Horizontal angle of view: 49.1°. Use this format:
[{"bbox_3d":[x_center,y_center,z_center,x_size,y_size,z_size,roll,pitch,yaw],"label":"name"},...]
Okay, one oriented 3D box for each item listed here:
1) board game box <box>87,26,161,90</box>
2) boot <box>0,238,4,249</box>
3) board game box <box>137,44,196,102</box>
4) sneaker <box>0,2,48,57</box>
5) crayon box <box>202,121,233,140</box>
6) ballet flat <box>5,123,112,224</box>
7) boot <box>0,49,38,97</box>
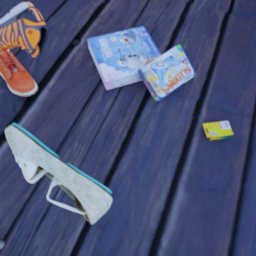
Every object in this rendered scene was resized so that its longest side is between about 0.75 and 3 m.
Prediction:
[{"bbox_3d":[-0.086,-3.257,12.732,2.849,0.621,2.863,-18,59,-11],"label":"board game box"},{"bbox_3d":[-4.262,4.232,7.969,2.050,0.715,1.349,-35,66,-8],"label":"boot"},{"bbox_3d":[1.662,-2.323,11.804,2.247,0.387,1.521,-36,102,-21],"label":"board game box"},{"bbox_3d":[-3.515,-2.588,8.577,2.396,0.929,1.342,-33,98,14],"label":"sneaker"},{"bbox_3d":[3.422,0.109,10.790,1.033,0.262,0.656,-5,57,-4],"label":"crayon box"},{"bbox_3d":[-1.705,1.030,6.167,2.976,1.004,0.928,34,67,2],"label":"ballet flat"},{"bbox_3d":[-4.886,-2.438,11.748,1.024,1.463,2.729,-39,67,-24],"label":"boot"}]
